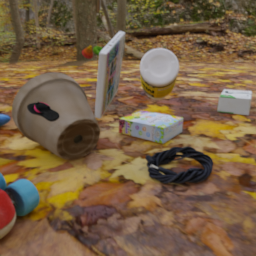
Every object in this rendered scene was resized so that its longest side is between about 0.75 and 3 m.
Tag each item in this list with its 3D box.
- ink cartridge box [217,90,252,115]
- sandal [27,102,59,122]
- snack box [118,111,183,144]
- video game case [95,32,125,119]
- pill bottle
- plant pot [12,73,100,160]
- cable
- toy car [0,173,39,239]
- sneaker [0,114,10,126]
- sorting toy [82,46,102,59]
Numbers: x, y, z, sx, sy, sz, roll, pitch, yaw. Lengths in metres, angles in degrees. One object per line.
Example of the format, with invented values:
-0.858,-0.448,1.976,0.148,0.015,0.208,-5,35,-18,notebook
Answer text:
6.358,-1.573,16.608,1.720,0.975,2.347,8,20,22,ink cartridge box
-2.183,-0.482,7.162,1.122,0.253,0.421,23,51,33,sandal
1.033,-0.112,12.597,2.281,0.772,1.924,14,22,31,snack box
-0.636,-1.885,9.861,0.286,2.414,2.197,15,38,7,video game case
0.966,-1.605,8.964,1.148,1.148,2.009,2,-9,5,pill bottle
-2.418,-0.228,10.363,2.941,2.941,2.552,-13,38,-34,plant pot
1.735,1.179,9.059,2.262,0.575,1.846,-2,19,-9,cable
-3.682,1.009,6.129,2.431,2.748,2.533,10,21,28,toy car
-6.478,-0.180,13.214,1.828,0.603,0.717,-12,33,-30,sneaker
-1.019,-2.741,9.623,1.192,0.410,0.413,-26,75,-36,sorting toy
